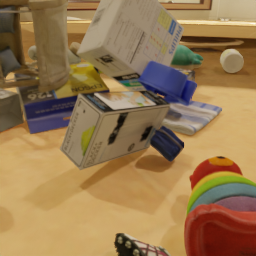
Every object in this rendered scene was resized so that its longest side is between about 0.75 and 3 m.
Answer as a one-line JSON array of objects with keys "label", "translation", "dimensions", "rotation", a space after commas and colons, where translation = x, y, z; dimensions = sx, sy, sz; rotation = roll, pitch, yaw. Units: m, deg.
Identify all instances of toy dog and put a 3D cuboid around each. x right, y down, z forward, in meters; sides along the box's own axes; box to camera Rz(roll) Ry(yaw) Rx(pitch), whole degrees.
[{"label": "toy dog", "translation": [-2.491, -2.482, 10.451], "dimensions": [2.255, 1.487, 1.086], "rotation": [-27, 66, -34]}]

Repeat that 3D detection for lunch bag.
[{"label": "lunch bag", "translation": [0.913, 0.328, 6.613], "dimensions": [0.796, 0.541, 0.527], "rotation": [42, 76, 13]}]

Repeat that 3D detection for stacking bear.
[{"label": "stacking bear", "translation": [1.533, 1.228, 4.341], "dimensions": [1.490, 1.395, 2.453], "rotation": [-1, 15, 7]}]

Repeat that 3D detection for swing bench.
[{"label": "swing bench", "translation": [-3.095, -2.550, 8.251], "dimensions": [2.642, 2.628, 1.714], "rotation": [1, 37, -6]}]

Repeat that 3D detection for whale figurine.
[{"label": "whale figurine", "translation": [2.890, -3.655, 14.463], "dimensions": [2.560, 1.328, 2.036], "rotation": [-23, 34, -39]}]

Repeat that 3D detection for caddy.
[{"label": "caddy", "translation": [1.180, -1.294, 8.842], "dimensions": [1.382, 1.026, 1.955], "rotation": [24, 7, -47]}]

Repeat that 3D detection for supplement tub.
[{"label": "supplement tub", "translation": [5.345, -3.509, 14.520], "dimensions": [1.023, 1.023, 1.411], "rotation": [5, 26, 10]}]

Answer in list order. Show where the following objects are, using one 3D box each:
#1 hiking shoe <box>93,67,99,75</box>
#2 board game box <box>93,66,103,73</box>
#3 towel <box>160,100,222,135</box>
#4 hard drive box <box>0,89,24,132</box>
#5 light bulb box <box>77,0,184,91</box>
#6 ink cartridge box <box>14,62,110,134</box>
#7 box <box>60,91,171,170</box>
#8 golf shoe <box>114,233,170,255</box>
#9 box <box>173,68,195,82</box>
[{"label": "hiking shoe", "translation": [-1.874, -1.955, 11.166], "dimensions": [0.841, 1.118, 2.222], "rotation": [10, 27, 21]}, {"label": "board game box", "translation": [-1.722, -3.098, 14.526], "dimensions": [0.592, 0.277, 1.165], "rotation": [-23, 34, -39]}, {"label": "towel", "translation": [1.819, -0.454, 8.973], "dimensions": [1.690, 0.274, 2.301], "rotation": [17, 31, 34]}, {"label": "hard drive box", "translation": [-4.817, -0.550, 8.367], "dimensions": [2.602, 0.999, 2.028], "rotation": [18, 31, 32]}, {"label": "light bulb box", "translation": [0.156, -3.168, 10.165], "dimensions": [2.810, 2.785, 1.753], "rotation": [30, -14, -35]}, {"label": "ink cartridge box", "translation": [-2.132, -1.161, 9.303], "dimensions": [2.799, 0.666, 2.833], "rotation": [-14, 41, -22]}, {"label": "box", "translation": [-0.198, -0.047, 6.233], "dimensions": [0.721, 1.399, 2.399], "rotation": [40, 29, 28]}, {"label": "golf shoe", "translation": [0.277, 1.895, 4.094], "dimensions": [1.113, 0.429, 0.490], "rotation": [25, 18, 33]}, {"label": "box", "translation": [1.462, -2.125, 12.130], "dimensions": [2.436, 0.589, 1.929], "rotation": [12, 28, 24]}]
